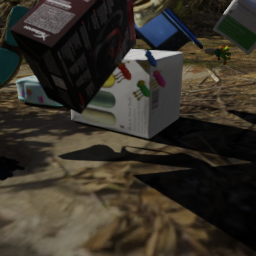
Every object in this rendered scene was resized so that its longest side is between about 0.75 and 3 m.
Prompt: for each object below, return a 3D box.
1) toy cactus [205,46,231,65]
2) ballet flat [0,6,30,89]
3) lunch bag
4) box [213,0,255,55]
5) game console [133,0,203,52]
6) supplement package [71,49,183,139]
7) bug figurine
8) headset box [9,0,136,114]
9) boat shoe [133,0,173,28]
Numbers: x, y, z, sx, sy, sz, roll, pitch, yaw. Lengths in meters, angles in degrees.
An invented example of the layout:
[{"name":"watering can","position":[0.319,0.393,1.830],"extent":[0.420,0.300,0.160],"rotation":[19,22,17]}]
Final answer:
[{"name":"toy cactus","position":[2.853,-2.368,8.940],"extent":[0.796,0.493,0.964],"rotation":[10,40,8]},{"name":"ballet flat","position":[-3.167,-2.093,7.657],"extent":[0.826,2.434,0.881],"rotation":[19,-2,-3]},{"name":"lunch bag","position":[-2.980,-1.593,11.430],"extent":[2.569,0.990,2.061],"rotation":[8,20,20]},{"name":"box","position":[2.765,-2.469,6.498],"extent":[1.049,0.903,1.054],"rotation":[39,43,6]},{"name":"game console","position":[0.872,-3.338,9.222],"extent":[2.318,2.716,1.607],"rotation":[-28,30,49]},{"name":"supplement package","position":[-0.072,-1.280,8.933],"extent":[2.912,2.210,2.194],"rotation":[13,25,30]},{"name":"bug figurine","position":[0.347,-1.186,6.119],"extent":[1.296,1.005,0.334],"rotation":[-35,0,-36]},{"name":"headset box","position":[-0.839,-2.018,6.007],"extent":[1.035,2.051,2.760],"rotation":[26,67,19]},{"name":"boat shoe","position":[0.616,-3.123,6.927],"extent":[0.709,0.606,1.935],"rotation":[-54,19,-24]}]
